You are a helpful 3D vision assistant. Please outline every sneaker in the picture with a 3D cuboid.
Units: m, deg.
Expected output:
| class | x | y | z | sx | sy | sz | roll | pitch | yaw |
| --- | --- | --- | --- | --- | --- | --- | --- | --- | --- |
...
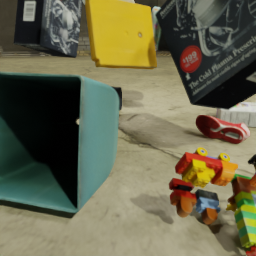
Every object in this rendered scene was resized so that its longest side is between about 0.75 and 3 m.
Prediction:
| class | x | y | z | sx | sy | sz | roll | pitch | yaw |
| --- | --- | --- | --- | --- | --- | --- | --- | --- | --- |
| sneaker | 2.650 | 0.024 | 7.779 | 0.841 | 0.570 | 1.455 | -6 | 29 | -45 |

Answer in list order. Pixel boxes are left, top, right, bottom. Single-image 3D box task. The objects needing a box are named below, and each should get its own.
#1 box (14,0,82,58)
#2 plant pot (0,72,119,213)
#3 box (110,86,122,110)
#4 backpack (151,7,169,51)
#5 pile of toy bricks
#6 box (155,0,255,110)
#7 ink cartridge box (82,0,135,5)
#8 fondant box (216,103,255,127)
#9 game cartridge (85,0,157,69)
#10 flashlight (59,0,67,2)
| class | x | y | z | sx | sy | sz | roll | pitch | yaw |
| --- | --- | --- | --- | --- | --- | --- | --- | --- | --- |
| box | -2.090 | -2.910 | 7.535 | 0.894 | 1.717 | 1.563 | 10 | 7 | 22 |
| plant pot | -1.179 | 0.025 | 5.409 | 1.954 | 1.953 | 2.765 | 5 | 8 | 16 |
| box | -1.118 | -0.951 | 10.027 | 1.252 | 0.883 | 1.692 | 8 | 19 | 24 |
| backpack | 1.533 | -3.839 | 10.539 | 1.429 | 1.639 | 1.864 | 13 | 34 | 15 |
| pile of toy bricks | 1.620 | 1.121 | 3.655 | 2.227 | 1.235 | 1.099 | 13 | 44 | -11 |
| box | 2.189 | -2.103 | 5.493 | 1.417 | 2.478 | 2.721 | 4 | -30 | -39 |
| ink cartridge box | -0.578 | -4.075 | 9.365 | 1.459 | 1.822 | 0.431 | -39 | 53 | 4 |
| fondant box | 3.845 | -0.451 | 9.079 | 1.781 | 0.519 | 1.285 | 5 | 18 | 12 |
| game cartridge | -0.169 | -2.963 | 8.942 | 2.401 | 2.117 | 0.390 | -6 | 0 | -35 |
| flashlight | -1.225 | -3.317 | 6.129 | 1.130 | 0.384 | 0.382 | -40 | 2 | 37 |
